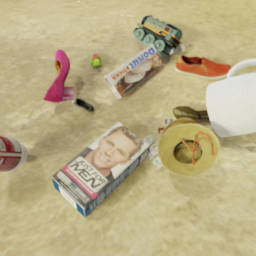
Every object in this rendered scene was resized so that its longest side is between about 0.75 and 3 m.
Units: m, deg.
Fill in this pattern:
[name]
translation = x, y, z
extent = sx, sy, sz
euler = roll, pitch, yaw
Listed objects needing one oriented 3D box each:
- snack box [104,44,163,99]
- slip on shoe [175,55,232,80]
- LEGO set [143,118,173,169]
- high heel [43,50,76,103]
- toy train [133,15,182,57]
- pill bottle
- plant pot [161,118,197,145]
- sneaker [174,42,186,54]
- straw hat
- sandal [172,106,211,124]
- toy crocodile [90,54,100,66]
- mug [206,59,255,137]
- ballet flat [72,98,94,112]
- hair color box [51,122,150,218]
[snack box]
translation = 0.313, -2.487, 12.074
extent = 2.921, 0.355, 1.050
euler = -42, 106, -28
[slip on shoe]
translation = 3.384, -2.731, 12.465
extent = 2.528, 0.773, 0.936
euler = 10, 50, 6
[LEGO set]
translation = 1.401, 0.434, 9.812
extent = 1.831, 0.449, 1.368
euler = -43, 47, 4
[high heel]
translation = -2.993, -2.157, 11.363
extent = 1.262, 0.886, 2.631
euler = -3, 68, -30
[toy train]
translation = 1.368, -4.384, 13.256
extent = 2.479, 1.057, 1.413
euler = 39, 103, 28
[pill bottle]
translation = -3.918, 0.789, 8.465
extent = 1.116, 1.975, 1.116
euler = -1, 83, 9
[plant pot]
translation = 1.777, 0.339, 9.625
extent = 1.509, 1.509, 0.207
euler = -12, 25, -10
[sneaker]
translation = 2.166, -4.334, 13.859
extent = 1.791, 0.649, 1.021
euler = 27, 53, 20
[straw hat]
translation = 1.839, 0.817, 8.694
extent = 1.894, 0.802, 1.894
euler = -2, 61, 3
[sandal]
translation = 2.518, -0.403, 10.817
extent = 1.751, 0.473, 0.703
euler = 6, 58, -15
[toy crocodile]
translation = -1.528, -3.191, 12.996
extent = 0.431, 0.394, 1.277
euler = -8, 36, -3
[mug]
translation = 4.216, -1.177, 9.657
extent = 2.400, 2.021, 2.737
euler = -13, 59, 36
[ballet flat]
translation = -1.824, -0.962, 11.279
extent = 1.071, 0.304, 0.356
euler = 26, 83, 19
[hair color box]
translation = -0.818, 1.245, 9.041
extent = 1.477, 0.894, 2.953
euler = 38, 59, 20
